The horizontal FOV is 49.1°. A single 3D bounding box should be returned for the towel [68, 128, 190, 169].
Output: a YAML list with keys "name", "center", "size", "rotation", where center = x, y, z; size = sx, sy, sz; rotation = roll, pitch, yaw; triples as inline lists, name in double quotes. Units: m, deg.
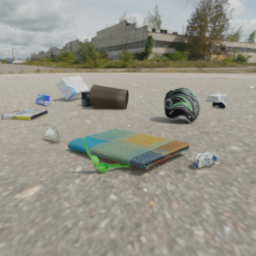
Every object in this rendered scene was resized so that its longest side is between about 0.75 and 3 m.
- name: "towel"
  center: [-0.037, 0.504, 7.667]
  size: [2.817, 0.306, 2.066]
  rotation: [10, 18, 41]

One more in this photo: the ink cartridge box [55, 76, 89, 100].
- name: "ink cartridge box"
  center: [-3.394, -2.492, 17.256]
  size: [0.683, 1.158, 2.012]
  rotation: [-37, -1, 25]

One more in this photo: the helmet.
- name: "helmet"
  center: [2.212, -0.895, 11.279]
  size: [1.358, 1.424, 1.424]
  rotation: [-3, 12, 22]

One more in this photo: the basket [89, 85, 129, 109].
- name: "basket"
  center: [-0.913, -1.534, 14.329]
  size: [1.753, 1.192, 1.580]
  rotation: [7, 1, 10]

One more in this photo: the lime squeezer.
- name: "lime squeezer"
  center: [-0.605, 0.733, 6.236]
  size: [1.436, 0.507, 0.271]
  rotation: [35, 28, -32]

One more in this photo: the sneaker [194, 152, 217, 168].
- name: "sneaker"
  center: [1.884, 0.780, 6.745]
  size: [0.361, 0.326, 0.846]
  rotation: [14, 20, 38]

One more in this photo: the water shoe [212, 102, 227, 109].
- name: "water shoe"
  center: [4.831, -1.206, 14.555]
  size: [0.407, 0.369, 1.031]
  rotation: [-1, 15, -24]

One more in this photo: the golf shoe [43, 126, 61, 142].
- name: "golf shoe"
  center: [-2.421, 0.286, 8.832]
  size: [0.503, 0.405, 1.035]
  rotation: [-29, 19, -10]

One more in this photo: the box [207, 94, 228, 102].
- name: "box"
  center: [5.411, -1.798, 16.884]
  size: [1.234, 0.371, 0.720]
  rotation: [-13, 19, -40]

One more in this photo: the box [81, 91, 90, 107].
- name: "box"
  center: [-2.095, -1.575, 15.128]
  size: [0.771, 0.784, 0.460]
  rotation: [-12, 18, -43]

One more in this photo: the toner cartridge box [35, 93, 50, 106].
- name: "toner cartridge box"
  center: [-4.733, -1.573, 15.501]
  size: [0.259, 0.570, 1.199]
  rotation: [11, 3, -41]

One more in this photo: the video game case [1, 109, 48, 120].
- name: "video game case"
  center: [-4.571, -0.605, 12.500]
  size: [1.382, 0.195, 1.530]
  rotation: [2, 14, 10]
